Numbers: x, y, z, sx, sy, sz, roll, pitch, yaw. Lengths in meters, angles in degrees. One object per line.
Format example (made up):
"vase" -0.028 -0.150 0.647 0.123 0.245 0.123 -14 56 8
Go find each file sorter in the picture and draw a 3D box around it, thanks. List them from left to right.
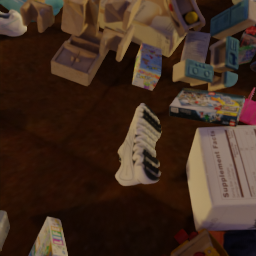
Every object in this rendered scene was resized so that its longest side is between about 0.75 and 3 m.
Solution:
"file sorter" 3.625 -0.457 7.308 1.126 0.706 0.782 25 62 15

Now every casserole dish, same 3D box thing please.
"casserole dish" -3.699 -4.947 10.235 2.953 0.573 1.789 38 65 22

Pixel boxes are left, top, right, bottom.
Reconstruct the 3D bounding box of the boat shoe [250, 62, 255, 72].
"boat shoe" 4.155 -1.691 8.286 1.035 0.374 0.375 11 60 7

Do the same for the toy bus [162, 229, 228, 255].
"toy bus" 1.138 2.669 5.148 0.828 1.602 1.511 48 56 -1

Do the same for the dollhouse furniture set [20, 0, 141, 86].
"dollhouse furniture set" -1.126 -2.837 7.361 2.639 2.873 1.869 20 56 1

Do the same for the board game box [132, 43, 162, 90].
"board game box" 0.548 -1.755 7.978 0.639 0.627 1.218 17 47 -9

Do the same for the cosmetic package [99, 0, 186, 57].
"cosmetic package" 0.497 -3.542 9.041 2.722 0.968 1.432 27 66 16

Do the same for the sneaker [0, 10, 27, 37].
"sneaker" -4.436 -3.365 9.091 2.043 0.819 0.719 -15 61 -8

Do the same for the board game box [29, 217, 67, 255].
"board game box" -1.565 2.526 4.873 0.268 1.052 1.565 24 96 -25

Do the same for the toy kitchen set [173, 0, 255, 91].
"toy kitchen set" 2.245 -2.224 7.306 1.761 1.295 2.198 8 82 -27

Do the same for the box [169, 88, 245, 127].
"box" 1.616 -0.449 5.723 1.314 0.248 0.898 12 36 25

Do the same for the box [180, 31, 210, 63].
"box" 1.949 -2.209 8.252 0.682 0.581 1.067 13 81 10

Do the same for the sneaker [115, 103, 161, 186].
"sneaker" 0.213 0.333 6.748 0.966 0.896 2.384 -27 35 32

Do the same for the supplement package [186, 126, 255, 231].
"supplement package" 2.679 0.998 5.492 2.736 1.599 1.605 -3 56 2

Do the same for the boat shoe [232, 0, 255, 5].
"boat shoe" 4.111 -4.362 9.771 0.630 0.694 1.887 2 57 2

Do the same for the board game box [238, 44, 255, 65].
"board game box" 3.338 -2.145 8.390 0.944 0.635 0.137 -14 61 -11

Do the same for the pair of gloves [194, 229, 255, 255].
"pair of gloves" 2.742 1.847 6.075 2.531 0.351 2.840 9 59 5

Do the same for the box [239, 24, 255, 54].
"box" 5.315 -2.773 8.833 2.962 0.591 2.028 30 62 17

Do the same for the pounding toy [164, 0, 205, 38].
"pounding toy" 1.636 -3.602 7.609 1.195 1.191 2.083 -21 75 2

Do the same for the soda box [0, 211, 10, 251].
"soda box" -2.883 2.562 4.871 0.773 0.718 2.265 11 44 -4
